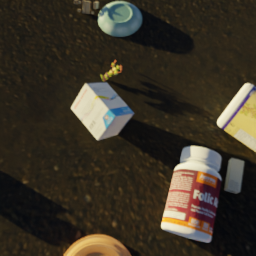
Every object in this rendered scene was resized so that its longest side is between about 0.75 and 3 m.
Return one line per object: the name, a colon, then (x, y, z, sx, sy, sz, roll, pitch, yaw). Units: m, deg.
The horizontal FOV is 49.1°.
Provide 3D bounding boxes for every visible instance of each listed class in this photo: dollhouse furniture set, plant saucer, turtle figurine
dollhouse furniture set: (-2.075, -6.002, 13.865, 1.116, 0.578, 0.494, 10, 29, 4)
plant saucer: (-1.074, 5.044, 9.449, 2.685, 0.433, 2.685, 0, 68, 1)
turtle figurine: (-0.706, -2.455, 12.305, 1.023, 0.409, 1.269, -32, 38, 8)
plant saucer: (-0.399, -5.445, 13.627, 2.200, 0.423, 2.200, 0, 69, -1)

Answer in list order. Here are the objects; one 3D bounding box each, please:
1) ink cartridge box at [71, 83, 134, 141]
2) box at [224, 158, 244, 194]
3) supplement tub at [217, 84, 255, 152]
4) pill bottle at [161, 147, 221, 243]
ink cartridge box: (-1.021, -0.694, 10.987, 1.819, 1.339, 1.315, 49, 31, 16)
box: (4.055, 1.834, 10.722, 0.508, 0.422, 1.235, 16, 69, 6)
supplement tub: (5.095, -0.148, 10.646, 2.787, 2.026, 2.026, 37, 73, 14)
pill bottle: (2.312, 2.283, 9.848, 1.691, 1.691, 2.962, 15, 70, 6)
